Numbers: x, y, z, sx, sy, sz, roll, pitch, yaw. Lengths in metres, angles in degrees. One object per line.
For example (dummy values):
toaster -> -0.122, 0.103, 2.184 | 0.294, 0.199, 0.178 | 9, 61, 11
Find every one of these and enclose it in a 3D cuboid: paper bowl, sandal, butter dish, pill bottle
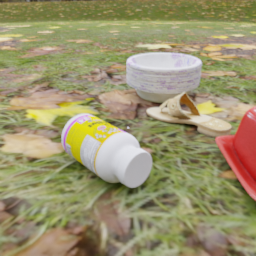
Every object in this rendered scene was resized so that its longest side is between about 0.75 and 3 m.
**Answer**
paper bowl -> 1.382, -1.991, 11.206 | 2.919, 1.518, 2.919 | 1, 26, 0
sandal -> 1.902, -0.636, 8.986 | 3.010, 0.990, 1.104 | 23, 34, 39
butter dish -> 3.690, 0.155, 6.072 | 2.797, 2.073, 2.805 | 0, 25, -1
pill bottle -> -0.511, 0.507, 6.400 | 1.148, 1.148, 2.202 | -21, 33, -37
